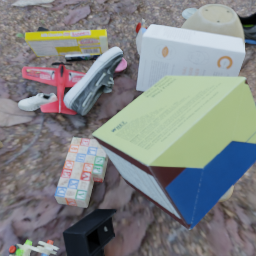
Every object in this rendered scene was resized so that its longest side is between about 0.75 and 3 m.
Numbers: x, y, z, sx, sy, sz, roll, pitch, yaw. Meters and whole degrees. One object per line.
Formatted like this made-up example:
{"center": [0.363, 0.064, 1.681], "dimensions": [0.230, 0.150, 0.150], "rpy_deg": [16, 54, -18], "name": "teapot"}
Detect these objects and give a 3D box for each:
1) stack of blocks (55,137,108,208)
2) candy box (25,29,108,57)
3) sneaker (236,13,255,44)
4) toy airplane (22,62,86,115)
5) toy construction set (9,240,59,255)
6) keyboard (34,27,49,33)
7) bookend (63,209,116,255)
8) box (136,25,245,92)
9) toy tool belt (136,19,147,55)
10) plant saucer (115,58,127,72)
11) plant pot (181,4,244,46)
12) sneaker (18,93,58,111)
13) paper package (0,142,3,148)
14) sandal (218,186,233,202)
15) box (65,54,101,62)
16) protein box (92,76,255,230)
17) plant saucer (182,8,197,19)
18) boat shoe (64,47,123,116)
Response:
{"center": [-1.167, 1.163, 7.483], "dimensions": [1.022, 0.520, 1.775], "rpy_deg": [7, 54, 5], "name": "stack of blocks"}
{"center": [-1.943, -2.785, 9.262], "dimensions": [2.504, 1.280, 0.331], "rpy_deg": [-3, 80, -3], "name": "candy box"}
{"center": [5.248, -3.832, 10.780], "dimensions": [2.744, 1.137, 0.973], "rpy_deg": [8, 56, 6], "name": "sneaker"}
{"center": [-2.181, -1.319, 9.221], "dimensions": [2.524, 0.464, 2.524], "rpy_deg": [10, 49, -11], "name": "toy airplane"}
{"center": [-2.184, 3.038, 6.002], "dimensions": [0.973, 0.683, 1.483], "rpy_deg": [9, 48, 22], "name": "toy construction set"}
{"center": [-3.593, -3.682, 11.319], "dimensions": [0.561, 0.214, 1.078], "rpy_deg": [17, 51, -16], "name": "keyboard"}
{"center": [-0.708, 2.626, 6.166], "dimensions": [0.584, 1.261, 1.269], "rpy_deg": [-8, 93, 29], "name": "bookend"}
{"center": [1.887, -1.981, 8.815], "dimensions": [2.896, 1.801, 1.411], "rpy_deg": [13, 36, 9], "name": "box"}
{"center": [0.871, -3.274, 10.573], "dimensions": [1.037, 1.054, 1.687], "rpy_deg": [12, 47, -19], "name": "toy tool belt"}
{"center": [-0.436, -2.286, 10.179], "dimensions": [0.761, 0.193, 0.761], "rpy_deg": [2, 54, -3], "name": "plant saucer"}
{"center": [2.963, -3.277, 9.994], "dimensions": [2.628, 1.765, 2.628], "rpy_deg": [0, 54, 0], "name": "plant pot"}
{"center": [-2.897, -0.879, 9.005], "dimensions": [1.275, 0.517, 0.479], "rpy_deg": [-7, 56, -3], "name": "sneaker"}
{"center": [-4.568, 0.423, 7.912], "dimensions": [1.319, 0.716, 1.384], "rpy_deg": [34, 61, 22], "name": "paper package"}
{"center": [2.124, 0.728, 7.404], "dimensions": [0.875, 0.785, 2.387], "rpy_deg": [-28, 34, 34], "name": "sandal"}
{"center": [-1.716, -2.953, 10.687], "dimensions": [1.306, 0.246, 0.892], "rpy_deg": [-5, 54, -4], "name": "box"}
{"center": [1.084, 0.268, 6.388], "dimensions": [2.619, 1.780, 2.638], "rpy_deg": [-40, 25, -16], "name": "protein box"}
{"center": [2.805, -5.018, 12.233], "dimensions": [0.859, 0.216, 0.859], "rpy_deg": [0, 54, 0], "name": "plant saucer"}
{"center": [-0.887, -1.436, 8.970], "dimensions": [0.916, 0.932, 2.584], "rpy_deg": [37, 79, 8], "name": "boat shoe"}
